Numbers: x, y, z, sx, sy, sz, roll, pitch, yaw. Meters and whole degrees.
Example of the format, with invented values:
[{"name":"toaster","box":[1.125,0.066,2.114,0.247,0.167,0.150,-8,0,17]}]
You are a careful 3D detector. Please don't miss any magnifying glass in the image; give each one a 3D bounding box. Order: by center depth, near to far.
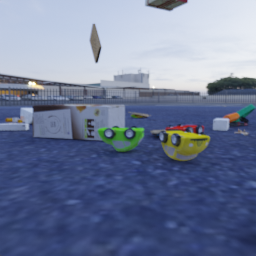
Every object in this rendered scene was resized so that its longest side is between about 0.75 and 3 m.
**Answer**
[{"name":"magnifying glass","box":[4.761,-0.527,12.225,2.898,0.325,1.154,-14,-27,-52]}]

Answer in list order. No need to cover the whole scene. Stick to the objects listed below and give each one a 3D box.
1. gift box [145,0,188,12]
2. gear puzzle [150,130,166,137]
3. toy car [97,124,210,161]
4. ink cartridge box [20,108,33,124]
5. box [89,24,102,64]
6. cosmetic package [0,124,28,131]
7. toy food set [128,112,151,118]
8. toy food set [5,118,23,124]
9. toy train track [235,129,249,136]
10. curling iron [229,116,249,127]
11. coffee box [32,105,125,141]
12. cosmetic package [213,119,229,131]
[{"name":"gift box","box":[1.080,-3.925,7.801,1.013,1.098,1.025,5,3,-27]},{"name":"gear puzzle","box":[1.091,0.183,8.717,0.789,0.200,1.524,-2,3,2]},{"name":"toy car","box":[0.489,0.260,6.024,2.321,0.550,2.467,1,5,12]},{"name":"ink cartridge box","box":[-3.571,-0.435,13.482,2.289,0.708,2.823,-4,17,-40]},{"name":"box","box":[-1.508,-3.849,12.816,0.148,1.388,1.134,-7,-24,-19]},{"name":"cosmetic package","box":[-4.219,-0.028,10.308,0.980,0.248,0.405,-1,6,-5]},{"name":"toy food set","box":[0.734,-0.725,17.415,1.100,0.320,1.594,11,5,27]},{"name":"toy food set","box":[-4.320,-0.183,10.894,0.913,0.436,0.411,-1,5,32]},{"name":"toy train track","box":[3.807,0.138,9.285,0.461,0.131,0.804,1,6,8]},{"name":"curling iron","box":[4.551,-0.210,11.971,1.796,0.230,0.445,-8,46,-34]},{"name":"coffee box","box":[-1.471,-0.216,8.504,2.452,0.977,1.402,2,6,18]},{"name":"cosmetic package","box":[3.527,-0.138,10.619,0.515,0.406,0.957,4,8,24]}]
